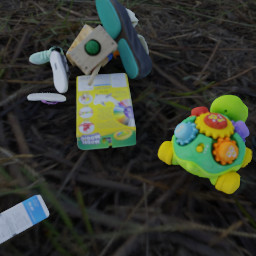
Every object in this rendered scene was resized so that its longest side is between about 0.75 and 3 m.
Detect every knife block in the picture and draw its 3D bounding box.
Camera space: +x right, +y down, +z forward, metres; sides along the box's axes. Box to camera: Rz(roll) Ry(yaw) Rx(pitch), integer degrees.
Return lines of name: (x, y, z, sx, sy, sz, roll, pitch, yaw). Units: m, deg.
knife block: (-1.055, -2.852, 9.960, 1.841, 1.616, 0.589, -50, 54, 19)

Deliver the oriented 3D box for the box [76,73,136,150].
box: (-0.651, -0.434, 7.912, 1.565, 0.645, 2.668, -5, 49, -4)

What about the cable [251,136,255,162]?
cable: (4.258, 0.491, 7.043, 2.167, 0.550, 1.768, -34, 50, -2)

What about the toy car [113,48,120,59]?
toy car: (-0.229, -3.046, 9.948, 0.424, 0.625, 1.274, 37, 51, -21)

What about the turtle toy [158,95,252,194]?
turtle toy: (2.090, 0.164, 6.826, 1.980, 1.373, 2.717, 25, 43, 24)

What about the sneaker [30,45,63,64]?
sneaker: (-2.762, -2.500, 9.441, 1.148, 0.677, 0.422, -11, 80, -13)

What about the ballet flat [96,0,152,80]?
ballet flat: (-0.037, -2.962, 8.940, 1.076, 1.076, 2.946, -25, 90, -18)

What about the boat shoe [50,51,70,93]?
boat shoe: (-2.097, -1.769, 8.985, 0.503, 0.532, 1.483, 5, 57, -46)

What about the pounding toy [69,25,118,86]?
pounding toy: (-1.028, -2.122, 8.525, 1.447, 1.572, 1.117, -43, 100, -1)

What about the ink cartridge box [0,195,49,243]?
ink cartridge box: (-2.393, 1.923, 5.598, 1.498, 0.868, 0.500, -27, 84, -17)

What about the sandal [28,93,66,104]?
sandal: (-2.423, -0.849, 8.458, 1.210, 0.297, 0.493, 7, 25, 14)
